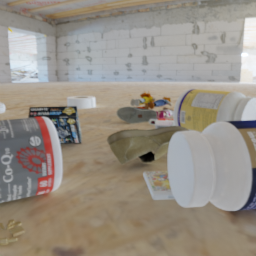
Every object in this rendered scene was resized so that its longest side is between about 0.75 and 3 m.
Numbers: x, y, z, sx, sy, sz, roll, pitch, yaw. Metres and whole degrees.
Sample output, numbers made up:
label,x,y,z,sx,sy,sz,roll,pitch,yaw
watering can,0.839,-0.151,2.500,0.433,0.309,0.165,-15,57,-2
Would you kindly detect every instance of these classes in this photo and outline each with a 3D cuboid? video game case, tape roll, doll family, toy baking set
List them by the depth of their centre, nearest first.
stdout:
label,x,y,z,sx,sy,sz,roll,pitch,yaw
toy baking set,-1.913,1.541,4.085,0.784,0.091,0.602,-4,10,-17
video game case,0.921,1.142,5.752,1.054,0.133,1.158,-1,12,-6
doll family,1.252,-1.191,13.775,2.719,1.225,1.688,9,16,37
tape roll,-2.833,-1.566,16.975,1.698,0.594,1.698,0,12,0

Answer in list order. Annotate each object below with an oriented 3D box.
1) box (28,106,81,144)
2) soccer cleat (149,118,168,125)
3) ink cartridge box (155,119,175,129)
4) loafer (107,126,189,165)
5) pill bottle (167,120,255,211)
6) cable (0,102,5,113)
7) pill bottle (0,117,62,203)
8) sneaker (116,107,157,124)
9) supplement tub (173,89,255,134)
label,x,y,z,sx,sy,sz,roll,pitch,yaw
box,-2.093,-0.031,8.284,1.304,0.378,1.641,-2,-30,-4
soccer cleat,1.272,-0.227,11.757,0.805,0.281,0.348,-3,24,6
ink cartridge box,1.638,-0.223,11.002,1.069,0.375,1.315,2,28,10
loafer,0.609,0.465,7.130,2.427,0.819,0.923,-4,-12,-27
pill bottle,2.117,0.623,4.876,2.642,1.529,1.529,-3,13,-11
cable,-7.264,-1.021,14.719,1.469,0.509,1.469,-12,19,-41
pill bottle,-2.595,0.638,4.920,2.560,1.483,1.483,-8,15,-29
sneaker,0.225,-0.578,12.520,1.907,0.713,1.013,5,5,-27
supplement tub,2.827,-0.363,9.004,1.683,1.683,2.315,-11,17,-42
